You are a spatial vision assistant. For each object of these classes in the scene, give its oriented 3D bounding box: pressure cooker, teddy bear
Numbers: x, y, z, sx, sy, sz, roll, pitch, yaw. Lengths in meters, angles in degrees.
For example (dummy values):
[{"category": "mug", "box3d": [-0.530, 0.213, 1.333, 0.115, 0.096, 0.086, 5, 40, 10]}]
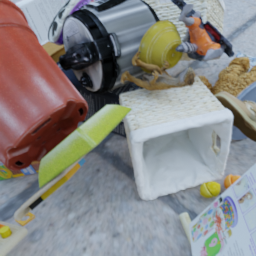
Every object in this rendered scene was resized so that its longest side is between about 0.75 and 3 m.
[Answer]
[{"category": "pressure cooker", "box3d": [-0.502, -1.886, 6.637, 2.270, 1.996, 2.027, -27, 65, -26]}, {"category": "teddy bear", "box3d": [2.929, -1.129, 8.118, 2.705, 0.903, 1.961, -30, 59, -4]}]

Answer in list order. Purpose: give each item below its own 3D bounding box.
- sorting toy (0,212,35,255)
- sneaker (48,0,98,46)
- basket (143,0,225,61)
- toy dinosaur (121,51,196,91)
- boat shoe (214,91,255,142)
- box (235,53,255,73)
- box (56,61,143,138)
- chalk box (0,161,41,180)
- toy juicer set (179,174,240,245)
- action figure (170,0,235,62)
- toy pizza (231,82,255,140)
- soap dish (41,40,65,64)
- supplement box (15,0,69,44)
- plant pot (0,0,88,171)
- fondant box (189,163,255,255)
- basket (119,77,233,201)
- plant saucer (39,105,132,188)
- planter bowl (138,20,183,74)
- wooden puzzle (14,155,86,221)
[{"category": "sorting toy", "box3d": [-2.489, 2.023, 5.136, 0.954, 0.231, 1.694, 5, 27, 27]}, {"category": "sneaker", "box3d": [-1.117, -3.178, 7.841, 1.142, 1.181, 2.832, -16, 34, 53]}, {"category": "basket", "box3d": [1.588, -3.043, 8.423, 2.211, 1.794, 2.231, 3, 5, 29]}, {"category": "toy dinosaur", "box3d": [0.488, -1.012, 6.000, 1.248, 0.710, 2.351, 23, 2, -23]}, {"category": "boat shoe", "box3d": [2.663, -0.335, 6.490, 0.585, 1.815, 0.647, -60, 24, -14]}, {"category": "box", "box3d": [4.046, -1.530, 9.304, 1.688, 0.492, 2.466, 24, 51, 23]}, {"category": "box", "box3d": [-0.747, -1.199, 8.351, 2.668, 1.428, 1.980, 19, 49, 16]}, {"category": "chalk box", "box3d": [-2.840, 0.339, 6.953, 2.139, 1.331, 1.324, -11, 47, -9]}, {"category": "toy juicer set", "box3d": [1.982, 1.777, 5.951, 2.328, 0.633, 1.481, -30, 54, -20]}, {"category": "action figure", "box3d": [1.267, -1.866, 5.638, 1.760, 0.920, 1.702, 46, 15, 7]}, {"category": "toy pizza", "box3d": [3.233, -0.505, 7.331, 1.950, 1.950, 0.309, -19, 44, -17]}, {"category": "soap dish", "box3d": [-2.477, -2.423, 9.640, 0.664, 1.287, 1.636, 29, 53, 16]}, {"category": "supplement box", "box3d": [-3.529, -4.356, 11.051, 1.508, 1.540, 2.980, 9, 45, 37]}, {"category": "plant pot", "box3d": [-2.248, -0.679, 5.434, 2.449, 2.519, 2.519, 46, 59, 9]}, {"category": "fondant box", "box3d": [1.927, 1.585, 4.359, 0.638, 2.189, 1.579, 35, 24, -9]}, {"category": "basket", "box3d": [0.971, 0.226, 6.478, 2.118, 2.099, 1.704, -15, 43, -5]}, {"category": "plant saucer", "box3d": [-0.816, 0.198, 4.925, 0.373, 1.556, 1.554, 51, 32, -6]}, {"category": "planter bowl", "box3d": [0.817, -1.629, 5.985, 1.187, 1.187, 0.495, -29, 47, -25]}, {"category": "wooden puzzle", "box3d": [-1.325, 0.993, 5.275, 0.276, 1.481, 1.370, 45, 16, -1]}]
